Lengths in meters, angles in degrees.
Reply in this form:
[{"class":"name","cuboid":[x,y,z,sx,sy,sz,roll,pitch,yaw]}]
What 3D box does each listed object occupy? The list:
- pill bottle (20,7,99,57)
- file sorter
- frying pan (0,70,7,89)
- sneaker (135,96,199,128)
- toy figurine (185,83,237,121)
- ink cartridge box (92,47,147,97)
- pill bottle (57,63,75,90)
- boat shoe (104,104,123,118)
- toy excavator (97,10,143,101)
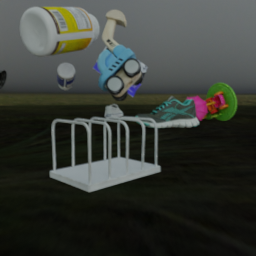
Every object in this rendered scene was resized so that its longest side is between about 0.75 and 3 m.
[{"class":"pill bottle","cuboid":[-2.307,-3.526,10.139,1.566,1.566,2.868,4,21,31]},{"class":"file sorter","cuboid":[-0.331,0.303,4.402,1.460,0.909,1.013,-5,8,-44]},{"class":"frying pan","cuboid":[-5.143,-1.790,10.937,0.223,0.828,1.368,21,31,-2]},{"class":"sneaker","cuboid":[1.591,-0.657,11.523,2.821,1.287,1.094,-3,7,-22]},{"class":"toy figurine","cuboid":[3.710,-1.020,14.449,2.470,2.015,2.684,-13,-10,-27]},{"class":"ink cartridge box","cuboid":[-0.336,-3.232,15.030,2.602,0.570,2.627,34,43,-14]},{"class":"pill bottle","cuboid":[-2.950,-2.379,13.249,0.811,0.811,1.402,-2,-19,-16]},{"class":"boat shoe","cuboid":[-0.875,-1.110,17.946,0.910,0.809,2.474,1,6,8]},{"class":"toy excavator","cuboid":[-0.528,-3.002,11.424,2.909,2.828,1.453,45,0,10]}]
